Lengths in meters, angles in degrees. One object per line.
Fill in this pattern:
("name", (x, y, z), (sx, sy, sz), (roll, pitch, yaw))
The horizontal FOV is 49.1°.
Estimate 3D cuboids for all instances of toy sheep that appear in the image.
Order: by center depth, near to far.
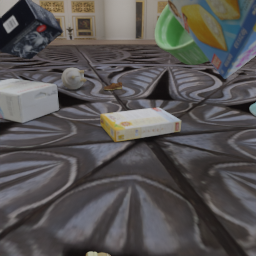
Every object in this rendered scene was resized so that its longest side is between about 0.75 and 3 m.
("toy sheep", (-2.136, -1.938, 10.930), (0.928, 0.928, 1.345), (-5, 0, -12))

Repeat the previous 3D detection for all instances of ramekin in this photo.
("ramekin", (1.857, -2.772, 7.631), (1.027, 2.103, 2.103), (29, -1, -40))

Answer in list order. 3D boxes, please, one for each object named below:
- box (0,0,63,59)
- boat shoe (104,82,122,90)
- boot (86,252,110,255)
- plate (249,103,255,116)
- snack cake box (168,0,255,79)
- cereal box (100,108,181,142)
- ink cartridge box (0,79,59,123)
("box", (-2.765, -2.662, 7.677), (1.393, 0.725, 1.269), (-32, -5, 17))
("boat shoe", (-0.590, -1.646, 11.013), (0.797, 0.269, 0.287), (-12, 24, -29))
("boot", (0.422, 1.551, 2.016), (1.368, 0.637, 1.769), (-8, 28, -18))
("plate", (5.019, -0.514, 7.876), (2.928, 0.374, 2.928), (1, 20, 0))
("snack cake box", (1.247, -1.830, 3.450), (0.966, 1.654, 2.876), (-38, -10, 7))
("cereal box", (0.278, -0.124, 6.879), (1.673, 0.331, 1.203), (-7, 22, -19))
("ink cartridge box", (-3.216, -0.840, 8.101), (1.941, 0.804, 1.414), (12, 24, 28))
